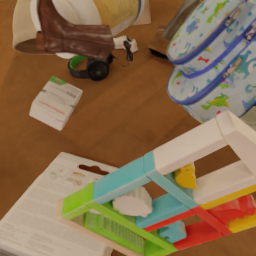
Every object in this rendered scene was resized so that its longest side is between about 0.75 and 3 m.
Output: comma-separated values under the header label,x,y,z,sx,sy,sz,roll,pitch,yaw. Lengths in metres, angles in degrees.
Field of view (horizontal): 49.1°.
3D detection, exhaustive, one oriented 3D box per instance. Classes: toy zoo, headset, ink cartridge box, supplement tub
label,x,y,z,sx,sy,sz,roll,pitch,yaw
toy zoo,0.774,0.900,3.510,2.920,1.916,0.299,-30,38,25
headset,-0.986,-2.383,9.541,2.326,1.093,1.436,-1,47,15
ink cartridge box,-1.348,-0.479,5.295,0.658,0.379,0.902,27,44,-8
supplement tub,-0.650,-2.047,4.779,1.220,1.220,1.687,31,57,26
ink cartridge box,-1.213,1.807,6.134,2.218,0.686,2.735,14,34,14

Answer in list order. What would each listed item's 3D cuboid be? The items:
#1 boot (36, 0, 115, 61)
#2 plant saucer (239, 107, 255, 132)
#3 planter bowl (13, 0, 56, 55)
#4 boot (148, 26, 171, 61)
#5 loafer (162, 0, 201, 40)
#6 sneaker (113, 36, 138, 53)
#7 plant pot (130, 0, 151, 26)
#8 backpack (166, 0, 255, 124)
label,x,y,z,sx,sy,sz,roll,pitch,yaw
boot,-0.660,-1.401,3.719,1.057,0.986,0.340,4,38,-13
plant saucer,3.458,-0.279,8.082,1.440,0.361,1.440,0,46,0
planter bowl,-1.570,-2.654,6.489,2.258,1.520,2.258,-6,5,1
boot,2.035,-2.720,10.108,2.932,1.079,1.106,27,72,28
loafer,1.421,-2.764,7.169,0.486,1.395,0.524,29,54,-12
sneaker,-0.208,-3.326,10.796,1.263,0.550,0.471,17,50,17
plant pot,-0.039,-5.644,12.242,1.806,1.599,1.803,-8,47,-9
backpack,1.782,-1.382,5.427,1.787,2.431,2.225,31,22,-16
